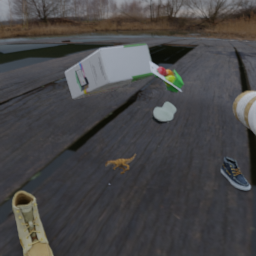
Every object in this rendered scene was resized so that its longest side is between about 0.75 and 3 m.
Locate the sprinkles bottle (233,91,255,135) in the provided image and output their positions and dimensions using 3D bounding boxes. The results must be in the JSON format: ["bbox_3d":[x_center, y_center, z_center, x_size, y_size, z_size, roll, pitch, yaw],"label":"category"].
[{"bbox_3d":[2.871,-0.334,6.010,0.905,0.905,2.651,6,10,12],"label":"sprinkles bottle"}]

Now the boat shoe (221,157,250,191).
[{"bbox_3d":[3.714,1.567,9.717,0.480,0.616,1.358,-9,27,-18],"label":"boat shoe"}]

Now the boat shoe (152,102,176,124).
[{"bbox_3d":[1.096,-0.366,8.850,0.617,0.492,1.631,42,28,11],"label":"boat shoe"}]

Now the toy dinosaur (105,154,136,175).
[{"bbox_3d":[-0.130,1.009,8.074,1.041,0.314,0.553,-8,59,-21],"label":"toy dinosaur"}]

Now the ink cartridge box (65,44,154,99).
[{"bbox_3d":[-0.615,-1.611,8.239,1.618,0.938,2.234,-19,5,-36],"label":"ink cartridge box"}]

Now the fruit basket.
[{"bbox_3d":[0.750,-1.050,5.783,0.758,0.355,0.702,24,28,-14],"label":"fruit basket"}]

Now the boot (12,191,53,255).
[{"bbox_3d":[-2.378,2.486,6.904,0.633,1.352,1.739,-14,29,-27],"label":"boot"}]
